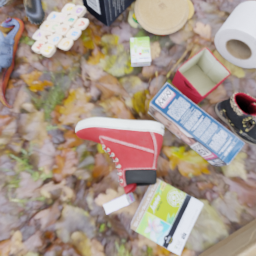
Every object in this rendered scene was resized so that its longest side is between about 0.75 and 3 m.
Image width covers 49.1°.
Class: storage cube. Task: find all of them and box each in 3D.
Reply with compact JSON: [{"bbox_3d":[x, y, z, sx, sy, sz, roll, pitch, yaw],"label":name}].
[{"bbox_3d":[2.299,-1.602,9.112,1.376,1.237,1.176,-39,81,-7],"label":"storage cube"}]

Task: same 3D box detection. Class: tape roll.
[{"bbox_3d":[3.908,-2.982,9.115,1.785,1.785,1.225,37,79,7],"label":"tape roll"}]

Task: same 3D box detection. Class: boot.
[{"bbox_3d":[3.706,-0.273,8.702,0.724,1.490,1.979,-43,82,-8],"label":"boot"},{"bbox_3d":[-0.464,0.825,8.357,2.895,1.048,2.088,4,76,25],"label":"boot"}]

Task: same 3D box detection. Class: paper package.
[{"bbox_3d":[3.619,4.322,7.451,2.713,1.472,2.846,-33,83,0],"label":"paper package"}]

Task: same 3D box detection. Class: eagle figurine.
[{"bbox_3d":[-3.703,-4.761,9.798,1.543,1.534,2.033,20,101,34],"label":"eagle figurine"}]

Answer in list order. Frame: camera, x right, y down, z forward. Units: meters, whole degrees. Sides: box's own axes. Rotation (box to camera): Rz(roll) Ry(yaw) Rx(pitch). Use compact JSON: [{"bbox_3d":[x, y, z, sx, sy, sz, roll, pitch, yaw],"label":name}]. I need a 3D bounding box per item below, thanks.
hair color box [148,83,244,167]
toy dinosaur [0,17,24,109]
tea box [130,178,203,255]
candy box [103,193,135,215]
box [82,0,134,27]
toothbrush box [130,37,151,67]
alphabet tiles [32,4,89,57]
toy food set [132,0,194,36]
[{"bbox_3d":[1.977,-0.031,8.682,2.844,1.422,0.861,40,83,8],"label":"hair color box"},{"bbox_3d":[-4.328,-2.588,9.662,1.490,2.837,2.575,9,49,37],"label":"toy dinosaur"},{"bbox_3d":[1.096,2.564,8.320,1.576,1.070,1.602,26,79,6],"label":"tea box"},{"bbox_3d":[-0.247,2.247,8.411,0.749,0.893,0.319,-27,77,9],"label":"candy box"},{"bbox_3d":[-0.388,-5.143,9.539,1.321,1.874,2.532,40,80,9],"label":"box"},{"bbox_3d":[0.419,-2.646,9.763,0.668,0.395,0.918,-3,80,0],"label":"toothbrush box"},{"bbox_3d":[-2.362,-3.360,9.530,2.092,0.156,2.139,28,78,35],"label":"alphabet tiles"},{"bbox_3d":[1.197,-4.237,10.043,1.991,0.489,2.011,39,82,7],"label":"toy food set"}]
